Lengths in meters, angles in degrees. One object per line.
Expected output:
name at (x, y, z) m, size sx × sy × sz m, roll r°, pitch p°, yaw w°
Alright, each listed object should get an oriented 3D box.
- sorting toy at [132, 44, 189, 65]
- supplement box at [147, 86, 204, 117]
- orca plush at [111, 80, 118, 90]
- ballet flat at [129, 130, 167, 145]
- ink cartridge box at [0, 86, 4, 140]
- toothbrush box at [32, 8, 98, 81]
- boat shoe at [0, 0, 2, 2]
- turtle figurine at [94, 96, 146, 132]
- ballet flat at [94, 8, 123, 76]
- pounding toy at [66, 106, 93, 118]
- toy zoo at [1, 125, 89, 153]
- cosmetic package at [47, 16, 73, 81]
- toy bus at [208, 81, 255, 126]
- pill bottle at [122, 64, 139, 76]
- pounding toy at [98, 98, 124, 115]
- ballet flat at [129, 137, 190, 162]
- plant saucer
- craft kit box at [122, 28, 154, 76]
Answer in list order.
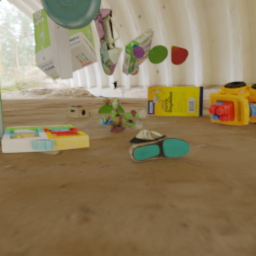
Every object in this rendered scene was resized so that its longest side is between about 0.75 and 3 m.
sorting toy at (1.000, -2.534, 9.164) m, size 1.938 × 0.672 × 0.667 m, roll -2°, pitch 46°, yaw -21°
supplement box at (2.317, -1.325, 13.783) m, size 2.619 × 1.434 × 1.425 m, roll 1°, pitch 7°, yaw 11°
orca plush at (-0.692, -2.077, 13.591) m, size 0.298 × 0.442 × 0.839 m, roll 11°, pitch 36°, yaw -5°
ballet flat at (0.451, 0.231, 6.120) m, size 1.017 × 0.348 × 0.346 m, roll 6°, pitch 10°, yaw 40°
ink cartridge box at (-4.534, -0.686, 6.442) m, size 2.879 × 2.101 × 1.210 m, roll 0°, pitch 9°, yaw 11°
toothbrush box at (-2.207, -3.131, 9.625) m, size 1.787 × 2.455 × 1.057 m, roll -20°, pitch -29°, yaw 14°
boat shoe at (-4.339, -3.831, 8.521) m, size 0.565 × 1.995 × 0.685 m, roll 1°, pitch -26°, yaw 40°
turtle figurine at (-0.258, -0.423, 8.594) m, size 1.389 × 1.031 × 1.433 m, roll 2°, pitch 10°, yaw -18°
ballet flat at (-0.810, -3.830, 12.562) m, size 1.048 × 2.946 × 1.018 m, roll -3°, pitch 16°, yaw 25°
pounding toy at (-2.094, -0.788, 13.175) m, size 1.041 × 0.542 × 1.185 m, roll 4°, pitch 9°, yaw 32°
toy zoo at (-1.949, 0.219, 6.497) m, size 1.726 × 0.269 × 2.630 m, roll -3°, pitch 8°, yaw -22°
cosmetic package at (-1.826, -2.172, 7.538) m, size 0.378 × 1.463 × 1.103 m, roll -11°, pitch 35°, yaw -17°
toy bus at (3.944, -0.727, 9.949) m, size 2.111 × 1.492 × 2.199 m, roll -23°, pitch 24°, yaw -39°
pill bottle at (0.109, -2.766, 12.875) m, size 0.556 × 0.556 × 0.991 m, roll 3°, pitch -1°, yaw 22°
pounding toy at (-0.920, -1.228, 15.316) m, size 1.429 × 0.859 × 1.851 m, roll 0°, pitch 8°, yaw -3°
ballet flat at (0.538, 0.366, 5.018) m, size 1.153 × 0.392 × 0.388 m, roll -2°, pitch 2°, yaw -20°
plant saucer at (-1.071, -2.382, 4.994) m, size 1.215 × 1.215 × 0.166 m, roll 2°, pitch 26°, yaw 15°
craft kit box at (0.357, -2.826, 10.446) m, size 0.335 × 1.365 × 1.382 m, roll 35°, pitch 61°, yaw 17°
